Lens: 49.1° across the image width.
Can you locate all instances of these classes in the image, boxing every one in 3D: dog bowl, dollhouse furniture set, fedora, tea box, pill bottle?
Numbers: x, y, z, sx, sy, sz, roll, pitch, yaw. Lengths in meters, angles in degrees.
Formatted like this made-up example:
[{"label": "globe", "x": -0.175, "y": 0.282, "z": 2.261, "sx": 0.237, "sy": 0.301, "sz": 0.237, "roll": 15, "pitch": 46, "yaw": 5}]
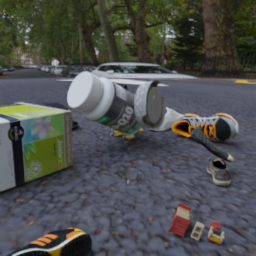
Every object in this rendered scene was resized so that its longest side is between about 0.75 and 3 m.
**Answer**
[{"label": "dog bowl", "x": 0.821, "y": -0.835, "z": 10.377, "sx": 0.540, "sy": 1.842, "sz": 1.842, "roll": 2, "pitch": 13, "yaw": 29}, {"label": "dollhouse furniture set", "x": 1.358, "y": 1.974, "z": 5.569, "sx": 0.998, "sy": 0.406, "sz": 0.537, "roll": 22, "pitch": 19, "yaw": 14}, {"label": "fedora", "x": -3.795, "y": -0.575, "z": 13.772, "sx": 2.647, "sy": 1.209, "sz": 2.647, "roll": 0, "pitch": 15, "yaw": 0}, {"label": "tea box", "x": -3.642, "y": 0.369, "z": 8.608, "sx": 2.818, "sy": 1.883, "sz": 2.772, "roll": 11, "pitch": 18, "yaw": 37}, {"label": "pill bottle", "x": -0.725, "y": -0.876, "z": 10.513, "sx": 2.861, "sy": 1.618, "sz": 1.618, "roll": 24, "pitch": -5, "yaw": -42}]

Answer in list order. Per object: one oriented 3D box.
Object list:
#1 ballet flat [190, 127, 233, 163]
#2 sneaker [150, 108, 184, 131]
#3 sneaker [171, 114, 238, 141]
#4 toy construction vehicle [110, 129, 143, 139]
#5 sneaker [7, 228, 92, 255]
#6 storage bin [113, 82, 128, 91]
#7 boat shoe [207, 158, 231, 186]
[{"label": "ballet flat", "x": 2.588, "y": 0.528, "z": 8.557, "sx": 1.506, "sy": 0.428, "sz": 0.501, "roll": 38, "pitch": -4, "yaw": 13}, {"label": "sneaker", "x": 2.187, "y": -0.483, "z": 13.842, "sx": 2.581, "sy": 1.034, "sz": 0.908, "roll": -8, "pitch": 14, "yaw": -33}, {"label": "sneaker", "x": 3.133, "y": 0.056, "z": 11.722, "sx": 1.145, "sy": 1.161, "sz": 2.965, "roll": -17, "pitch": 13, "yaw": -40}, {"label": "toy construction vehicle", "x": -0.069, "y": 0.141, "z": 12.542, "sx": 1.044, "sy": 0.422, "sz": 1.199, "roll": -13, "pitch": 19, "yaw": -41}, {"label": "sneaker", "x": -1.417, "y": 2.102, "z": 4.741, "sx": 1.527, "sy": 0.534, "sz": 0.687, "roll": -7, "pitch": 5, "yaw": -34}, {"label": "storage bin", "x": -0.535, "y": -1.120, "z": 12.653, "sx": 0.788, "sy": 1.682, "sz": 1.137, "roll": 17, "pitch": 58, "yaw": 24}, {"label": "boat shoe", "x": 2.679, "y": 1.162, "z": 8.201, "sx": 0.571, "sy": 0.562, "sz": 1.532, "roll": 1, "pitch": 14, "yaw": 2}]
